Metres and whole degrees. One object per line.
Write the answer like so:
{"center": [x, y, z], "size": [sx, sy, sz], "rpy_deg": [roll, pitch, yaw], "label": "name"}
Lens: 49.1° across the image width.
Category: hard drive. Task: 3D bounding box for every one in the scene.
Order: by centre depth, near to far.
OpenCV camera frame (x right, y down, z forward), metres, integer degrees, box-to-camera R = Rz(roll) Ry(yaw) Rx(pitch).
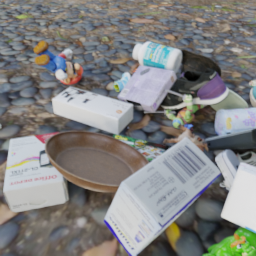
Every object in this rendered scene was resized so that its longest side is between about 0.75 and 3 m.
{"center": [3.673, 0.361, 8.140], "size": [1.857, 0.438, 2.661], "rpy_deg": [-2, -7, -9], "label": "hard drive"}

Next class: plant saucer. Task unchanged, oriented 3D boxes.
{"center": [-0.843, 0.935, 7.727], "size": [2.942, 0.538, 2.942], "rpy_deg": [16, 20, -6], "label": "plant saucer"}

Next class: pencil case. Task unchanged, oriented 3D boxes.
{"center": [4.298, -0.216, 9.923], "size": [2.352, 0.978, 1.067], "rpy_deg": [-4, 27, -7], "label": "pencil case"}

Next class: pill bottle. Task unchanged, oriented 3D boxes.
{"center": [1.251, -3.112, 12.369], "size": [2.038, 1.129, 1.129], "rpy_deg": [22, 43, 22], "label": "pill bottle"}

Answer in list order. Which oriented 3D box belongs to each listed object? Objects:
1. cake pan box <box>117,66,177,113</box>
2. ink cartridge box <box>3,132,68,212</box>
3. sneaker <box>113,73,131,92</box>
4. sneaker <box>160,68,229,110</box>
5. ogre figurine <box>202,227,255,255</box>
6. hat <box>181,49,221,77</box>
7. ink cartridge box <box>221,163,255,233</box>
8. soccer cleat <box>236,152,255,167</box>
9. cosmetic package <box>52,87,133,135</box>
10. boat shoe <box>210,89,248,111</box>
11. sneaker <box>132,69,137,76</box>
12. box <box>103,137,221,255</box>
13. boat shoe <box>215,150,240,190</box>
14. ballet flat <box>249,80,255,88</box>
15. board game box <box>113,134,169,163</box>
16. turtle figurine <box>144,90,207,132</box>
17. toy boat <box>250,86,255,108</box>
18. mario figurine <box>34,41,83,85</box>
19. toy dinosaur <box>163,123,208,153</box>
{"center": [0.718, -1.561, 11.052], "size": [1.738, 0.494, 1.887], "rpy_deg": [17, 66, 40], "label": "cake pan box"}
{"center": [-2.628, 1.199, 8.165], "size": [1.553, 0.882, 2.131], "rpy_deg": [-9, 38, -11], "label": "ink cartridge box"}
{"center": [-0.308, -2.087, 12.757], "size": [0.889, 0.542, 1.362], "rpy_deg": [-7, 37, -11], "label": "sneaker"}
{"center": [2.146, -1.544, 10.351], "size": [2.950, 1.292, 1.117], "rpy_deg": [-6, 40, 49], "label": "sneaker"}
{"center": [2.324, 2.997, 5.645], "size": [2.580, 1.266, 1.547], "rpy_deg": [-29, 62, -12], "label": "ogre figurine"}
{"center": [2.996, -2.489, 12.631], "size": [2.423, 2.423, 0.977], "rpy_deg": [27, 87, 31], "label": "hat"}
{"center": [3.033, 1.606, 6.607], "size": [1.178, 1.148, 1.833], "rpy_deg": [21, 7, 23], "label": "ink cartridge box"}
{"center": [3.934, 0.986, 8.712], "size": [1.327, 0.565, 0.455], "rpy_deg": [-2, 38, -2], "label": "soccer cleat"}
{"center": [-1.376, -0.733, 10.813], "size": [2.945, 0.746, 1.216], "rpy_deg": [17, 42, 21], "label": "cosmetic package"}
{"center": [3.512, -1.373, 11.393], "size": [2.883, 1.028, 0.868], "rpy_deg": [28, 35, 21], "label": "boat shoe"}
{"center": [0.800, -2.004, 12.481], "size": [1.371, 0.949, 2.447], "rpy_deg": [1, 27, 8], "label": "sneaker"}
{"center": [0.689, 1.619, 6.389], "size": [2.017, 2.193, 1.151], "rpy_deg": [-30, 66, -33], "label": "box"}
{"center": [2.958, 1.513, 7.933], "size": [0.625, 0.721, 1.692], "rpy_deg": [-13, 70, -40], "label": "boat shoe"}
{"center": [6.316, -1.924, 12.542], "size": [1.677, 0.536, 0.634], "rpy_deg": [26, 40, 31], "label": "ballet flat"}
{"center": [0.279, 0.766, 9.276], "size": [1.993, 0.234, 1.044], "rpy_deg": [12, 41, 16], "label": "board game box"}
{"center": [1.984, -0.855, 10.425], "size": [1.902, 1.369, 1.844], "rpy_deg": [37, 43, 25], "label": "turtle figurine"}
{"center": [6.042, -0.883, 10.473], "size": [2.513, 1.389, 2.990], "rpy_deg": [6, 38, 7], "label": "toy boat"}
{"center": [-2.795, -2.815, 12.256], "size": [1.385, 1.613, 2.613], "rpy_deg": [19, -4, 27], "label": "mario figurine"}
{"center": [2.017, 0.542, 8.986], "size": [1.314, 0.832, 1.939], "rpy_deg": [37, 10, 23], "label": "toy dinosaur"}
